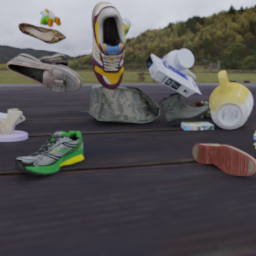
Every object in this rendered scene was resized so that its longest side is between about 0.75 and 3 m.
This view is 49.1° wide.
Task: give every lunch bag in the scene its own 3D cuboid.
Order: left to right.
[{"bbox_3d":[-0.171,-1.092,12.763,2.875,1.690,2.358,5,8,-16],"label":"lunch bag"}]

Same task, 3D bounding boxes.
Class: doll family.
[{"bbox_3d":[4.132,-0.816,13.614,2.041,0.801,1.180,10,10,29],"label":"doll family"}]

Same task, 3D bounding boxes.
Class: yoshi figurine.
[{"bbox_3d":[-3.032,-4.101,10.740,1.165,0.652,0.655,43,3,38],"label":"yoshi figurine"}]

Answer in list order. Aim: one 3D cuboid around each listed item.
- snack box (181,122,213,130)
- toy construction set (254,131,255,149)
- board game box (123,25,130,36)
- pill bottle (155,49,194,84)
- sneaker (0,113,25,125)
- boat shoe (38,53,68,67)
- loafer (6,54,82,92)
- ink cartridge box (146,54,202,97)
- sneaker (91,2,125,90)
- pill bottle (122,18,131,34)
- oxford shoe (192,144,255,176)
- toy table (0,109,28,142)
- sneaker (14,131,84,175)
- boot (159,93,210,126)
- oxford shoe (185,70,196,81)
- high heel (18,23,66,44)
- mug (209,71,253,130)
[{"bbox_3d":[2.761,-0.067,11.249,1.145,0.212,0.665,0,11,-2],"label":"snack box"},{"bbox_3d":[4.112,0.501,7.246,0.992,0.697,1.513,21,4,-38],"label":"toy construction set"},{"bbox_3d":[-0.543,-3.721,12.239,0.819,0.257,1.714,-36,-10,-35],"label":"board game box"},{"bbox_3d":[1.878,-2.610,11.851,1.065,1.065,1.919,-6,-5,-26],"label":"pill bottle"},{"bbox_3d":[-5.086,-0.373,11.831,0.781,0.587,1.567,5,13,24],"label":"sneaker"},{"bbox_3d":[-3.828,-3.084,13.793,1.962,0.731,0.719,-32,68,-28],"label":"boat shoe"},{"bbox_3d":[-3.016,-1.843,10.005,2.738,0.984,0.861,22,33,10],"label":"loafer"},{"bbox_3d":[1.757,-1.891,10.731,2.295,0.450,1.141,22,36,-29],"label":"ink cartridge box"},{"bbox_3d":[-0.540,-2.041,7.689,0.941,2.512,1.132,-12,36,-8],"label":"sneaker"},{"bbox_3d":[-0.412,-4.556,13.182,0.746,0.746,1.343,10,58,41],"label":"pill bottle"},{"bbox_3d":[2.359,0.664,6.651,0.663,0.636,1.796,-4,12,-29],"label":"oxford shoe"},{"bbox_3d":[-4.255,-0.107,9.627,1.632,0.956,1.500,0,11,6],"label":"toy table"},{"bbox_3d":[-1.840,0.543,6.629,0.792,0.865,2.029,6,14,27],"label":"sneaker"},{"bbox_3d":[2.255,-0.903,11.492,1.914,1.250,0.648,-18,6,26],"label":"boot"},{"bbox_3d":[2.672,-2.860,14.345,1.712,0.494,0.644,40,-14,9],"label":"oxford shoe"},{"bbox_3d":[-2.033,-2.240,6.584,1.002,0.358,0.714,10,3,13],"label":"high heel"},{"bbox_3d":[3.988,-0.943,11.429,2.240,1.794,1.839,44,29,2],"label":"mug"}]
